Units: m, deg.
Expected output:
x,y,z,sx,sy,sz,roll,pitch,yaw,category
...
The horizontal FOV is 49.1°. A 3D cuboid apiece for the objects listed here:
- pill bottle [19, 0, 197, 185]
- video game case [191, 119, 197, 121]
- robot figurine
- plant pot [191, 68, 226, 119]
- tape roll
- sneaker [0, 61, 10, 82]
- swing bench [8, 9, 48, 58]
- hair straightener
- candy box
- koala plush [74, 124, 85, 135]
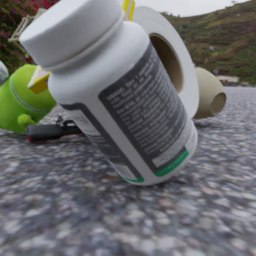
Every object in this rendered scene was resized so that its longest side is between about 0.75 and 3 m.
x,y,z,sx,sy,sz,roll,pitch,yaw,category
-0.162,-0.561,4.474,1.671,2.955,1.671,-23,35,18,pill bottle
2.502,-0.615,12.781,1.814,0.229,1.991,9,15,38,video game case
-3.116,-0.839,8.503,1.501,2.277,2.595,25,-47,-39,robot figurine
2.782,-1.094,10.239,1.930,1.930,1.296,-8,28,-35,plant pot
0.196,-1.276,7.321,2.057,2.996,2.996,-19,-3,38,tape roll
-3.543,-1.479,7.413,0.627,0.622,1.731,-35,19,-12,sneaker
-2.587,-2.704,7.854,1.060,1.054,0.688,-13,-41,32,swing bench
-1.726,0.030,7.694,2.113,0.432,0.813,-2,-31,-9,hair straightener
-1.068,-1.758,6.088,2.734,1.397,0.361,-19,-43,34,candy box
-1.218,-1.049,8.966,1.690,1.631,1.839,-24,64,-35,koala plush
